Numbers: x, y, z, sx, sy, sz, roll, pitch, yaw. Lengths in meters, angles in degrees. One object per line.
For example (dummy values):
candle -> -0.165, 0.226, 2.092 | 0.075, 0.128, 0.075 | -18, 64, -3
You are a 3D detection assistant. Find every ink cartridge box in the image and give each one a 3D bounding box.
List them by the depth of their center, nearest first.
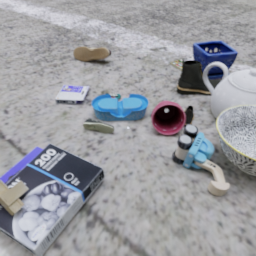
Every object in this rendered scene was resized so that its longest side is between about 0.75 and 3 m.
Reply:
ink cartridge box -> -2.643, 1.709, 8.003 | 2.899, 0.629, 2.872 | 19, 46, 24
ink cartridge box -> -2.448, -1.481, 12.457 | 1.246, 0.270, 1.235 | 3, 38, 7

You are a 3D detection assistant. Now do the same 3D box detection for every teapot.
teapot -> 4.575, -1.360, 10.879 | 2.779, 2.030, 2.743 | -3, 38, -2

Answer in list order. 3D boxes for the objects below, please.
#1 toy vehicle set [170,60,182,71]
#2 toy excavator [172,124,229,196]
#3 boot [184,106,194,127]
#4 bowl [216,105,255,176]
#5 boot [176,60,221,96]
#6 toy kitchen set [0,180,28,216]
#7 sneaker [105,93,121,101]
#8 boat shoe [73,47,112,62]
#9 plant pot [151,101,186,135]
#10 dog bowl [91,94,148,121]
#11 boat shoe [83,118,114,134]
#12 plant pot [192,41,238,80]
toy vehicle set -> 2.803, -3.337, 14.960 | 0.627, 0.134, 1.009 | -21, 42, -24
toy excavator -> 2.373, 1.006, 8.863 | 1.936, 0.967, 1.882 | 24, 44, 15
boot -> 2.424, -0.665, 10.984 | 0.452, 0.807, 1.167 | 5, 38, 6
bowl -> 4.152, 0.608, 8.889 | 2.917, 1.369, 2.917 | 0, 39, 0
boot -> 3.373, -2.300, 12.469 | 2.254, 1.559, 0.873 | -6, 38, -9
toy kitchen set -> -3.106, 1.795, 7.245 | 0.869, 0.784, 0.709 | 48, 37, -2
sneaker -> -0.762, -1.322, 12.136 | 1.059, 0.423, 0.378 | -24, 44, -28
boat shoe -> -1.961, -4.081, 15.458 | 2.254, 0.811, 0.730 | 4, 11, 25
plant pot -> 1.463, -0.491, 10.566 | 1.239, 1.239, 1.109 | 1, 22, 1
dog bowl -> -0.318, -0.811, 11.372 | 2.281, 0.566, 1.272 | -2, 38, -2
boat shoe -> -1.075, -0.110, 10.558 | 1.250, 0.449, 0.423 | 11, 44, 17
plant pot -> 4.156, -3.289, 13.822 | 1.620, 1.456, 1.620 | -10, 39, -11
